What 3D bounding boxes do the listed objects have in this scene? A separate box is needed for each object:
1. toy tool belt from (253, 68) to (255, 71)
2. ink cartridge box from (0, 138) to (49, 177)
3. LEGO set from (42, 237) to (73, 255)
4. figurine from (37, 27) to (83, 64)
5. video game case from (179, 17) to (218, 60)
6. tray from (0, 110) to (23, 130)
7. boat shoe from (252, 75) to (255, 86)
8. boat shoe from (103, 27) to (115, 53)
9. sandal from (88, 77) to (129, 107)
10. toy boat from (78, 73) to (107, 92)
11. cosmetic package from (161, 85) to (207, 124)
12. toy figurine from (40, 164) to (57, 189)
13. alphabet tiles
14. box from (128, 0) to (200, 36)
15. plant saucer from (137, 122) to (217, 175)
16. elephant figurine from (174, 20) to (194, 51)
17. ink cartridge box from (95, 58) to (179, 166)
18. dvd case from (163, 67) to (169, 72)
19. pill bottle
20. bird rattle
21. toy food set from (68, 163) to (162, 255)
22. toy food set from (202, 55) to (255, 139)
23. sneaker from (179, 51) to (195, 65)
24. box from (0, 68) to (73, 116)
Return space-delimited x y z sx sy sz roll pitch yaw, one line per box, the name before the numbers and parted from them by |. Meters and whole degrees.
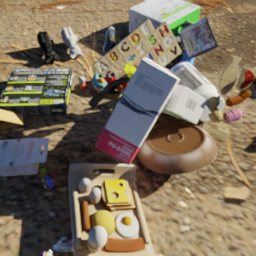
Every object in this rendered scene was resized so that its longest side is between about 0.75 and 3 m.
toy tool belt | 4.462 -1.790 9.023 0.778 0.486 0.478 2 37 -21
ink cartridge box | -3.452 0.936 8.981 1.850 0.617 1.071 -3 46 -3
LEGO set | -1.487 3.646 6.161 1.156 0.935 2.513 -10 47 -11
figurine | -3.280 -3.926 13.634 1.955 0.841 1.907 -15 56 -15
video game case | 2.072 -2.650 8.328 0.895 0.126 0.990 -22 74 24
tray | -4.578 -0.318 9.069 1.102 2.234 0.414 -12 80 14
boat shoe | 5.608 -1.826 11.756 0.449 0.448 1.214 -12 35 -25
boat shoe | -0.558 -2.938 9.432 0.311 0.879 0.399 6 13 -45
sandal | -0.507 -0.924 7.779 0.422 1.548 0.632 59 31 3
toy boat | -1.383 -1.939 11.726 1.372 0.638 1.153 -12 48 -11
cosmetic package | 1.482 -0.960 9.693 1.178 0.929 2.190 23 2 -29
toy figurine | -2.281 1.505 8.234 0.408 0.774 0.463 -21 24 -29
alphabet tiles | 0.511 -2.295 9.936 2.856 2.388 0.108 -39 42 3
box | 1.882 -5.756 14.846 2.546 1.395 2.885 34 55 28
plant saucer | 1.536 0.480 9.042 2.594 0.474 2.594 -6 32 4
elephant figurine | 2.613 -4.330 13.801 1.680 1.303 1.188 -51 21 3
ink cartridge box | 0.316 -0.561 8.205 1.147 2.721 1.969 30 14 0
dvd case | 1.331 -1.956 11.197 0.095 0.887 1.193 37 15 25
pill bottle | 2.532 -1.380 10.727 1.311 1.311 2.305 -17 49 -16
bird rattle | -0.102 -1.507 9.536 1.313 1.070 0.740 -41 52 8
toy food set | -0.424 2.117 7.327 2.033 0.856 2.833 3 44 -19
toy food set | 3.426 -0.983 9.466 1.619 2.547 0.401 21 10 -21
sneaker | 2.798 -3.323 12.985 0.644 0.766 1.953 18 50 14
box | -3.648 -1.517 11.365 2.571 0.611 2.483 -1 48 -2
